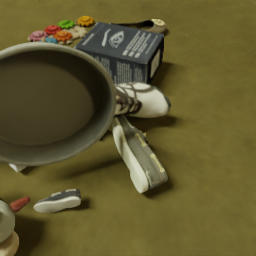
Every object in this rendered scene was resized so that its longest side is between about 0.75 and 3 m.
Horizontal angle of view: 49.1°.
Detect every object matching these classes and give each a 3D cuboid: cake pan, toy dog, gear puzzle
[{"bbox_3d":[-1.579,-0.378,5.212,2.749,2.749,0.504,-15,47,-13],"label":"cake pan"},{"bbox_3d":[-2.845,1.335,5.357,2.451,1.616,1.180,40,60,10],"label":"toy dog"},{"bbox_3d":[-2.440,-3.891,11.037,2.797,0.366,1.449,-36,57,-28],"label":"gear puzzle"}]

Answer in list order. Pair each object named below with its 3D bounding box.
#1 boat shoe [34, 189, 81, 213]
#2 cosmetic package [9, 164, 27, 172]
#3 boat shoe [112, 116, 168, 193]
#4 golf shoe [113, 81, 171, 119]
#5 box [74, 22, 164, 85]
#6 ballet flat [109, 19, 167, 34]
[{"bbox_3d":[-1.497,1.538,5.960,1.036,0.383,0.313,-17,42,12],"label":"boat shoe"},{"bbox_3d":[-2.452,0.675,6.735,0.398,0.290,0.782,30,48,31],"label":"cosmetic package"},{"bbox_3d":[0.184,0.487,6.700,0.680,0.813,2.275,-15,48,-14],"label":"boat shoe"},{"bbox_3d":[-0.193,-0.589,6.918,2.703,1.051,1.277,15,41,-14],"label":"golf shoe"},{"bbox_3d":[-0.245,-2.277,8.964,2.354,1.228,1.742,17,50,15],"label":"box"},{"bbox_3d":[0.250,-3.819,10.688,2.779,0.644,0.936,-14,42,-17],"label":"ballet flat"}]
